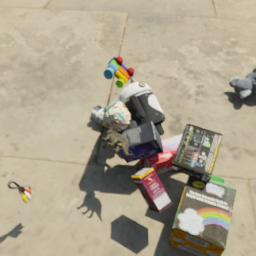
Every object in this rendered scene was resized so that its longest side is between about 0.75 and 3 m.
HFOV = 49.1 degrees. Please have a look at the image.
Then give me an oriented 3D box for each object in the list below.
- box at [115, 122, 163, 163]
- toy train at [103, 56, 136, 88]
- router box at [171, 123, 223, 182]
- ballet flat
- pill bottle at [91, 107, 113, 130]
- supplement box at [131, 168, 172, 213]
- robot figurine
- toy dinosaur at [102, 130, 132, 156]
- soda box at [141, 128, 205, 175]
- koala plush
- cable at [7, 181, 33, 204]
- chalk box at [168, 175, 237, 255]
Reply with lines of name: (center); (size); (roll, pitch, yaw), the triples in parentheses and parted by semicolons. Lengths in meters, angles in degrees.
box: (0.376, 0.528, 9.664); (1.426, 1.055, 0.744); (-18, 54, 15)
toy train: (-0.164, -1.965, 11.464); (1.845, 0.781, 1.067); (42, 40, -13)
router box: (2.206, 0.756, 8.923); (1.229, 0.509, 1.640); (18, 60, 16)
ballet flat: (-0.421, -0.292, 10.050); (0.909, 2.845, 1.076); (45, 89, -2)
pill bottle: (-1.009, -0.431, 11.751); (1.063, 0.590, 0.590); (31, 57, 7)
supplement box: (0.692, 1.837, 8.302); (0.519, 0.668, 1.211); (-30, 92, -21)
robot figurine: (0.592, -0.657, 11.122); (1.466, 1.765, 2.349); (-21, 80, -26)
toy dinosaur: (-0.348, 0.401, 8.575); (1.394, 0.537, 0.713); (18, 42, 42)
soda box: (1.854, 0.903, 10.610); (2.698, 0.856, 0.945); (-16, 53, -13)
koala plush: (5.514, -1.975, 12.715); (1.587, 1.459, 1.408); (-19, 52, 0)
cable: (-3.128, 1.800, 8.267); (0.256, 1.019, 0.495); (7, 51, 22)
chalk box: (2.402, 2.582, 8.851); (1.545, 1.534, 2.475); (18, 53, 16)
